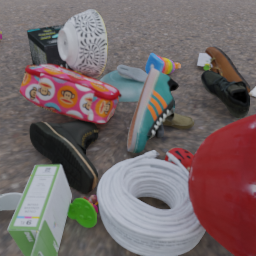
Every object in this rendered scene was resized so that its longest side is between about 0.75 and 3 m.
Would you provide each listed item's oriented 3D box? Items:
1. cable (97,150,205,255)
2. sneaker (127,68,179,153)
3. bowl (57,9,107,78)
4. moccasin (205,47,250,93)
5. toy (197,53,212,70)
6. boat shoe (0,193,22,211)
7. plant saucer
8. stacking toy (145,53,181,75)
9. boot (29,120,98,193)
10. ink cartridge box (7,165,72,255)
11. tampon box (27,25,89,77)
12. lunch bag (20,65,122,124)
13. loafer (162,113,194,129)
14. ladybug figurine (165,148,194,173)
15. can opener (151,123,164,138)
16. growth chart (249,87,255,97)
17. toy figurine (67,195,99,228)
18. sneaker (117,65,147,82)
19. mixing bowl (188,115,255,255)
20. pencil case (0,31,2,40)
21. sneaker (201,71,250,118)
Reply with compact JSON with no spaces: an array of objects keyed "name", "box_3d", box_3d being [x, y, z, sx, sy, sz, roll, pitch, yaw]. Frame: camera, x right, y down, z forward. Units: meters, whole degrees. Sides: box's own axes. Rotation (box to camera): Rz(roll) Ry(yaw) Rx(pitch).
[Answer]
[{"name":"cable","box_3d":[0.445,1.324,5.110,2.064,0.714,2.064,-8,34,-30]},{"name":"sneaker","box_3d":[0.705,-0.409,7.227,0.987,0.881,2.469,21,65,-5]},{"name":"bowl","box_3d":[-1.478,-2.427,8.210,0.934,1.991,1.991,-11,34,-31]},{"name":"moccasin","box_3d":[3.214,-1.880,9.563,0.854,0.902,2.335,20,40,-52]},{"name":"toy","box_3d":[3.386,-2.804,12.012,0.766,0.314,1.330,11,36,11]},{"name":"boat shoe","box_3d":[-2.335,1.384,5.292,0.912,0.322,0.290,-15,11,8]},{"name":"plant saucer","box_3d":[-0.026,-1.690,10.206,2.380,0.458,2.380,0,34,0]},{"name":"stacking toy","box_3d":[1.521,-2.455,11.180,1.536,0.843,0.891,-12,46,-35]},{"name":"boot","box_3d":[-1.067,0.418,6.742,1.627,0.911,2.353,-14,44,-44]},{"name":"ink cartridge box","box_3d":[-1.408,1.520,4.507,0.515,0.902,1.737,-2,39,5]},{"name":"tampon box","box_3d":[-2.635,-2.913,11.012,1.864,1.570,2.487,-18,37,-25]},{"name":"lunch bag","box_3d":[-1.524,-1.031,8.097,2.549,1.044,2.245,20,13,2]},{"name":"loafer","box_3d":[1.376,-0.218,7.976,1.006,0.339,0.383,6,61,20]},{"name":"ladybug figurine","box_3d":[1.182,0.726,6.393,0.682,0.361,1.005,-22,20,-11]},{"name":"can opener","box_3d":[0.696,-0.325,8.215,0.473,0.593,1.774,1,46,-5]},{"name":"growth chart","box_3d":[4.908,-1.282,9.881,1.041,0.128,1.438,22,40,28]},{"name":"toy figurine","box_3d":[-0.707,1.485,5.477,0.787,0.591,0.724,-8,10,35]},{"name":"sneaker","box_3d":[0.168,-1.863,9.741,1.147,0.406,0.419,25,77,9]},{"name":"mixing bowl","box_3d":[1.687,0.832,4.093,1.237,2.284,2.284,1,27,42]},{"name":"pencil case","box_3d":[-7.757,-4.716,14.174,1.152,1.152,2.608,19,40,27]},{"name":"sneaker","box_3d":[2.917,-1.228,8.326,0.710,1.064,1.857,-31,64,-5]}]
